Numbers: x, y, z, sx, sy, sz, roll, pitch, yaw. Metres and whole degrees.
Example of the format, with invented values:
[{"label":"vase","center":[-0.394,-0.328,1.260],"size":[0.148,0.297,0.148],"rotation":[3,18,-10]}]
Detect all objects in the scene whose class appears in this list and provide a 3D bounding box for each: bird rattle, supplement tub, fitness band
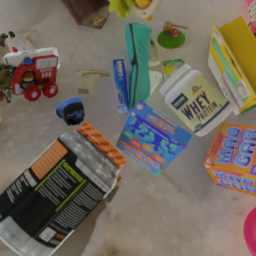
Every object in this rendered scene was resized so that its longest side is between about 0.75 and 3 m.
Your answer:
[{"label":"bird rattle","center":[0.328,-3.562,7.176],"size":[1.408,0.973,1.727],"rotation":[41,123,14]},{"label":"supplement tub","center":[-1.565,1.407,6.703],"size":[1.837,1.837,2.998],"rotation":[43,81,9]},{"label":"fitness band","center":[4.078,2.344,6.162],"size":[2.863,2.056,0.536],"rotation":[-14,115,27]},{"label":"supplement tub","center":[1.749,-0.736,7.377],"size":[1.205,1.205,1.662],"rotation":[-43,86,-9]}]

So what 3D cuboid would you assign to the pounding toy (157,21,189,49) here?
[{"label":"pounding toy","center":[1.307,-2.859,8.253],"size":[0.814,0.490,1.055],"rotation":[16,61,16]}]

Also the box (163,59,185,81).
[{"label":"box","center":[1.410,-1.540,8.232],"size":[0.629,0.259,1.073],"rotation":[-9,75,-3]}]

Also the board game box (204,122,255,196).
[{"label":"board game box","center":[2.785,0.770,6.782],"size":[1.232,1.231,1.231],"rotation":[10,63,41]}]

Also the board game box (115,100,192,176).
[{"label":"board game box","center":[0.523,0.330,6.824],"size":[1.413,1.858,0.418],"rotation":[34,59,6]}]

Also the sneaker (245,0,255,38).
[{"label":"sneaker","center":[3.966,-3.227,8.294],"size":[1.068,0.908,2.463],"rotation":[-23,78,-4]}]

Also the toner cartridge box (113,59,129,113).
[{"label":"toner cartridge box","center":[-0.196,-1.179,7.925],"size":[0.297,0.653,1.374],"rotation":[-7,76,5]}]

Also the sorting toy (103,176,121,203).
[{"label":"sorting toy","center":[-0.532,1.565,7.563],"size":[0.560,0.101,0.751],"rotation":[31,79,7]}]

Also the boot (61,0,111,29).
[{"label":"boot","center":[-2.065,-3.844,8.488],"size":[2.477,0.854,2.658],"rotation":[-37,83,-12]}]

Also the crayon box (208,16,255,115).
[{"label":"crayon box","center":[2.710,-1.389,6.783],"size":[0.733,2.841,1.786],"rotation":[-27,80,11]}]

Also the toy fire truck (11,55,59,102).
[{"label":"toy fire truck","center":[-2.478,-1.385,7.484],"size":[0.741,1.110,1.322],"rotation":[31,34,31]}]

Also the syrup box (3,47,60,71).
[{"label":"syrup box","center":[-2.750,-1.909,8.052],"size":[1.429,0.563,0.582],"rotation":[-9,116,-2]}]

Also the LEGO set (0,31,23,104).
[{"label":"LEGO set","center":[-3.312,-1.612,7.344],"size":[0.574,1.316,2.026],"rotation":[40,120,30]}]

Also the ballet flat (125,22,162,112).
[{"label":"ballet flat","center":[0.473,-1.724,7.942],"size":[0.983,0.940,2.793],"rotation":[0,77,-8]}]

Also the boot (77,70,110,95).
[{"label":"boot","center":[-0.971,-1.280,7.912],"size":[0.905,0.326,0.700],"rotation":[-1,98,-14]}]

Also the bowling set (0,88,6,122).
[{"label":"bowling set","center":[-4.298,-0.586,7.354],"size":[2.795,1.500,1.945],"rotation":[27,78,6]}]

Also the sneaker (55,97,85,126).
[{"label":"sneaker","center":[-1.514,-0.325,7.260],"size":[0.554,1.581,0.616],"rotation":[-10,86,-23]}]
